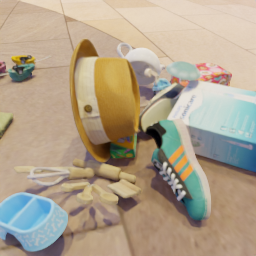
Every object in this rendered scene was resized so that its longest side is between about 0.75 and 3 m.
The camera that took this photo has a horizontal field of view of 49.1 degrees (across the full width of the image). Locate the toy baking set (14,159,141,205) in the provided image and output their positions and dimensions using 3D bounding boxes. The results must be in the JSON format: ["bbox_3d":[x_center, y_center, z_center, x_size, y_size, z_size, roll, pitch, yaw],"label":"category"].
[{"bbox_3d":[-1.005,1.014,6.030,2.571,0.299,1.973,15,7,20],"label":"toy baking set"}]

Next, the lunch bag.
[{"bbox_3d":[2.624,-1.877,10.524,2.008,0.823,1.769,-17,38,-23],"label":"lunch bag"}]

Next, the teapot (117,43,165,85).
[{"bbox_3d":[0.477,-2.343,10.054,1.463,1.483,1.083,-1,56,18],"label":"teapot"}]

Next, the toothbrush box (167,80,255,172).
[{"bbox_3d":[2.536,-0.145,7.445,2.545,1.085,1.863,16,51,23],"label":"toothbrush box"}]

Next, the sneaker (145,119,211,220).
[{"bbox_3d":[0.983,0.871,5.988,0.920,0.821,2.302,-8,60,-13],"label":"sneaker"}]

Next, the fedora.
[{"bbox_3d":[-0.389,-0.685,6.768,1.224,3.001,3.001,-7,33,11],"label":"fedora"}]

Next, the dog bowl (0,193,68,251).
[{"bbox_3d":[-1.858,1.646,5.152,1.613,0.400,0.899,1,37,37],"label":"dog bowl"}]

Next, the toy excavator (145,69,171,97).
[{"bbox_3d":[1.043,-1.575,9.681,0.983,1.010,0.505,-17,12,-33],"label":"toy excavator"}]

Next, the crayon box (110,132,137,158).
[{"bbox_3d":[-0.112,0.356,7.638,0.634,0.311,1.068,-3,37,7],"label":"crayon box"}]

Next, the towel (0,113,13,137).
[{"bbox_3d":[-4.196,-0.011,8.286,1.200,0.295,1.618,1,33,0],"label":"towel"}]

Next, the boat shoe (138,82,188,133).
[{"bbox_3d":[1.135,-0.689,8.668,0.869,0.989,2.777,17,41,41],"label":"boat shoe"}]

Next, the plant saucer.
[{"bbox_3d":[1.568,-1.650,7.809,0.991,0.191,0.991,6,39,-5],"label":"plant saucer"}]

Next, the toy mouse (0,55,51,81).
[{"bbox_3d":[-4.816,-2.369,11.516,2.680,0.519,2.382,4,34,6],"label":"toy mouse"}]
